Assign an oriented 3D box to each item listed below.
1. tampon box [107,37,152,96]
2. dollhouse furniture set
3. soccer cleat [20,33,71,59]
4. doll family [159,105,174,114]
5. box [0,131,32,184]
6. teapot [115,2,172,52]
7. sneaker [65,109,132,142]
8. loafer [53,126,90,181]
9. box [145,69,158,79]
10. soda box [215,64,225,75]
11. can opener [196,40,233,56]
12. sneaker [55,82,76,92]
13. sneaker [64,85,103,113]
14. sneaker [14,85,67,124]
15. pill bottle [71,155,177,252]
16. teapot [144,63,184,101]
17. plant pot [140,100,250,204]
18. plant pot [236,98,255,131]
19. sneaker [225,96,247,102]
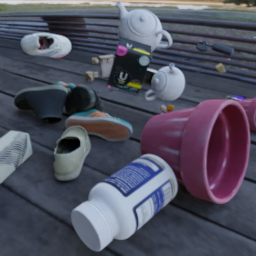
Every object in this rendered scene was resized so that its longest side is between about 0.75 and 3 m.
[{"bbox_3d":[0.039,-2.402,11.031,1.325,1.768,1.116,14,38,-7],"label":"tampon box"},{"bbox_3d":[-1.182,-3.479,16.388,2.445,1.267,1.082,-14,31,-23],"label":"dollhouse furniture set"},{"bbox_3d":[-2.711,-2.968,10.119,1.023,0.828,2.370,-4,13,32],"label":"soccer cleat"},{"bbox_3d":[1.529,-0.278,10.898,0.799,1.101,1.774,7,30,12],"label":"doll family"},{"bbox_3d":[-4.029,1.011,8.863,0.753,0.904,2.201,9,32,14],"label":"box"},{"bbox_3d":[0.608,-4.301,12.146,2.123,2.095,1.550,-9,-11,-11],"label":"teapot"},{"bbox_3d":[-1.042,-0.236,10.947,2.738,0.977,1.094,9,35,18],"label":"sneaker"},{"bbox_3d":[-1.868,0.609,9.487,1.053,0.950,2.783,-1,30,-2],"label":"loafer"},{"bbox_3d":[1.755,-2.953,15.942,1.241,0.392,2.255,-3,23,-44],"label":"box"},{"bbox_3d":[3.840,-2.456,11.660,0.268,0.283,0.837,-27,11,20],"label":"soda box"},{"bbox_3d":[3.202,-2.905,10.445,1.341,0.448,0.358,24,-2,15],"label":"can opener"},{"bbox_3d":[-3.314,-2.045,14.697,1.397,0.499,0.558,15,41,30],"label":"sneaker"},{"bbox_3d":[-1.618,-1.232,11.915,1.596,1.065,2.786,-12,-1,-28],"label":"sneaker"},{"bbox_3d":[-3.945,-0.859,12.041,2.833,1.059,1.505,-10,65,28],"label":"sneaker"},{"bbox_3d":[-0.066,1.795,6.921,1.423,1.423,2.562,25,38,37],"label":"pill bottle"},{"bbox_3d":[0.822,-1.022,6.456,0.624,0.854,0.843,1,9,-38],"label":"teapot"},{"bbox_3d":[1.818,0.536,8.193,2.457,2.745,2.745,7,27,44],"label":"plant pot"},{"bbox_3d":[4.969,-0.610,11.389,1.404,1.404,1.257,-20,21,-31],"label":"plant pot"},{"bbox_3d":[5.322,-1.153,12.991,0.792,0.553,1.592,-12,31,-21],"label":"sneaker"}]
